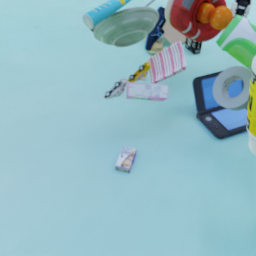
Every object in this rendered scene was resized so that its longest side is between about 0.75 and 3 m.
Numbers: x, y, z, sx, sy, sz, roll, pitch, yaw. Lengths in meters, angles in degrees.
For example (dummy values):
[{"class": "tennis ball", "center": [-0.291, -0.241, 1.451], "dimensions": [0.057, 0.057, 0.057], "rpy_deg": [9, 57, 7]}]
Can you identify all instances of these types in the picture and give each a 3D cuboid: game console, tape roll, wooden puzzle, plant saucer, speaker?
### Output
[{"class": "game console", "center": [3.669, -0.945, 9.927], "dimensions": [2.339, 1.384, 1.997], "rpy_deg": [-17, 44, -16]}, {"class": "tape roll", "center": [3.198, -1.166, 8.342], "dimensions": [0.421, 1.273, 1.273], "rpy_deg": [12, 27, -46]}, {"class": "wooden puzzle", "center": [2.378, -5.054, 14.780], "dimensions": [1.814, 0.338, 1.679], "rpy_deg": [-36, 78, -31]}, {"class": "plant saucer", "center": [-0.006, -2.600, 7.607], "dimensions": [1.847, 1.847, 0.463], "rpy_deg": [-15, 86, -16]}, {"class": "speaker", "center": [3.479, -1.901, 7.319], "dimensions": [2.299, 1.017, 1.017], "rpy_deg": [39, 51, 4]}]

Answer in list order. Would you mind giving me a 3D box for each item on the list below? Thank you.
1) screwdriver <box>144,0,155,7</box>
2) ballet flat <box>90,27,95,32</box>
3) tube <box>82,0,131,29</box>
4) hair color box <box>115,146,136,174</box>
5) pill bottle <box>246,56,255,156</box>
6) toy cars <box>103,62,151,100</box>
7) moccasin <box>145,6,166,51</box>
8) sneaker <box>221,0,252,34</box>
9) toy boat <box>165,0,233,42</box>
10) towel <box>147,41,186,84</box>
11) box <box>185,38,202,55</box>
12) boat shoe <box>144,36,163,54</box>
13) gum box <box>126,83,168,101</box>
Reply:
[{"class": "screwdriver", "center": [0.611, -3.744, 8.662], "dimensions": [2.531, 0.353, 0.368], "rpy_deg": [-29, 79, 14]}, {"class": "ballet flat", "center": [-0.665, -3.137, 8.202], "dimensions": [0.331, 0.482, 1.430], "rpy_deg": [-11, 21, 39]}, {"class": "tube", "center": [-0.457, -2.768, 6.514], "dimensions": [0.531, 0.346, 1.372], "rpy_deg": [28, 58, 31]}, {"class": "hair color box", "center": [-0.058, 0.978, 8.662], "dimensions": [0.456, 0.270, 0.834], "rpy_deg": [11, 46, 11]}, {"class": "pill bottle", "center": [2.809, -0.366, 5.160], "dimensions": [1.142, 1.998, 1.142], "rpy_deg": [-8, 38, 6]}, {"class": "toy cars", "center": [0.043, -1.370, 8.623], "dimensions": [1.798, 0.806, 0.398], "rpy_deg": [-37, 84, -16]}, {"class": "moccasin", "center": [1.116, -3.702, 10.550], "dimensions": [0.579, 1.698, 0.683], "rpy_deg": [21, 10, 7]}, {"class": "sneaker", "center": [4.184, -4.295, 10.781], "dimensions": [0.857, 0.993, 2.266], "rpy_deg": [13, 76, 12]}, {"class": "toy boat", "center": [2.715, -3.912, 9.604], "dimensions": [1.869, 1.866, 2.859], "rpy_deg": [37, 20, 32]}, {"class": "towel", "center": [1.136, -1.971, 8.550], "dimensions": [0.193, 1.288, 0.942], "rpy_deg": [11, 64, -49]}, {"class": "box", "center": [3.243, -4.185, 13.910], "dimensions": [0.387, 0.735, 0.898], "rpy_deg": [-16, 46, -18]}, {"class": "boat shoe", "center": [1.279, -4.536, 14.271], "dimensions": [0.878, 0.758, 2.408], "rpy_deg": [-3, 43, -3]}, {"class": "gum box", "center": [0.599, -1.086, 8.601], "dimensions": [1.273, 0.421, 0.722], "rpy_deg": [3, -2, -4]}]
